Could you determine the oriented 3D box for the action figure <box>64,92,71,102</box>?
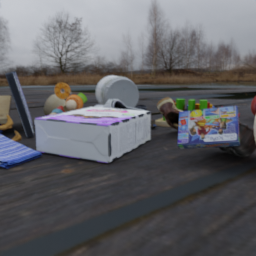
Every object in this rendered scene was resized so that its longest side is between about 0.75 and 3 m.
[{"bbox_3d":[-4.481,-2.087,19.089,1.160,0.996,1.952,5,4,-35],"label":"action figure"}]

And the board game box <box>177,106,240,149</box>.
[{"bbox_3d":[1.793,0.001,6.318,1.312,0.888,0.226,-4,-29,25],"label":"board game box"}]

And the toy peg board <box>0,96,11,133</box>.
[{"bbox_3d":[-5.426,-0.238,10.107,2.262,1.106,2.252,-5,28,-18],"label":"toy peg board"}]

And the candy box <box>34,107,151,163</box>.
[{"bbox_3d":[-0.860,0.059,8.029,2.264,0.965,2.699,5,12,25],"label":"candy box"}]

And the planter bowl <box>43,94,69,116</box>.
[{"bbox_3d":[-3.188,-0.877,12.803,0.755,1.121,1.121,25,19,18],"label":"planter bowl"}]

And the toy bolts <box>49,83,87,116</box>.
[{"bbox_3d":[-2.713,-0.923,11.331,1.510,1.581,1.096,41,20,0],"label":"toy bolts"}]

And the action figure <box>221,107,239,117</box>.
[{"bbox_3d":[4.905,-0.800,13.740,1.054,0.522,0.344,2,10,22],"label":"action figure"}]

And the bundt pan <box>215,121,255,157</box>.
[{"bbox_3d":[2.468,0.233,6.997,1.549,0.581,1.549,29,-5,3],"label":"bundt pan"}]

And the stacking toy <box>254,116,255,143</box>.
[{"bbox_3d":[3.995,0.195,6.321,2.189,2.189,2.995,5,-6,23],"label":"stacking toy"}]

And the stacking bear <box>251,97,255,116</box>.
[{"bbox_3d":[6.295,-0.700,11.573,1.292,1.380,2.273,-8,19,-9],"label":"stacking bear"}]

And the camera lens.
[{"bbox_3d":[-0.643,-1.832,15.214,1.930,1.930,2.413,-4,13,-19],"label":"camera lens"}]

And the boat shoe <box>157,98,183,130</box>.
[{"bbox_3d":[1.640,-0.254,9.413,0.719,0.718,1.994,-34,-39,11],"label":"boat shoe"}]

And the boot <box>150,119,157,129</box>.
[{"bbox_3d":[0.933,-0.091,10.818,0.309,0.401,0.827,-39,-24,13],"label":"boot"}]

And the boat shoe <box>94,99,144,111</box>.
[{"bbox_3d":[-0.398,-0.528,10.078,1.056,1.005,2.932,-18,28,-31],"label":"boat shoe"}]

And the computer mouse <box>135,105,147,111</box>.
[{"bbox_3d":[0.584,-0.799,14.216,0.965,0.367,1.393,4,23,9],"label":"computer mouse"}]

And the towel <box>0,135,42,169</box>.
[{"bbox_3d":[-3.084,0.514,6.904,1.587,0.189,1.149,20,18,23],"label":"towel"}]

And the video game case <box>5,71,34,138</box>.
[{"bbox_3d":[-3.910,-0.972,10.190,0.284,2.137,2.992,-18,17,-17],"label":"video game case"}]

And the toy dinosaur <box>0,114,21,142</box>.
[{"bbox_3d":[-3.715,0.379,7.687,1.465,0.833,2.759,-31,38,-33],"label":"toy dinosaur"}]

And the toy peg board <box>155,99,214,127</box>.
[{"bbox_3d":[2.567,-0.695,11.601,2.237,1.094,2.228,6,13,28],"label":"toy peg board"}]
